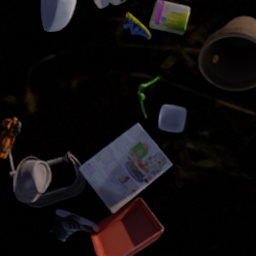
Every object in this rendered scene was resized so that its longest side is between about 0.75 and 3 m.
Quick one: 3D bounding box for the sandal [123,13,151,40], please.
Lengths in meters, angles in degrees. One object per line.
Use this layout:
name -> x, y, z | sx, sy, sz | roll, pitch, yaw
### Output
sandal -> 0.355, -4.209, 11.935 | 1.443, 0.574, 0.628 | 42, 104, 7

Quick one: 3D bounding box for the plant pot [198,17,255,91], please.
plant pot -> 4.197, -3.087, 10.760 | 2.552, 2.552, 2.225 | 23, 57, 7

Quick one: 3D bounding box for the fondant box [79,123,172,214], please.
fondant box -> -0.095, 1.422, 10.051 | 2.707, 0.788, 1.953 | -37, 80, -11

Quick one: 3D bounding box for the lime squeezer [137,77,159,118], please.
lime squeezer -> 0.669, -1.304, 11.177 | 0.675, 0.361, 1.912 | 25, 67, -16

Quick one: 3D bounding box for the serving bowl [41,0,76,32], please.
serving bowl -> -2.716, -5.305, 11.240 | 0.947, 2.880, 2.880 | -1, 72, -29

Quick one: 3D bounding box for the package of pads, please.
package of pads -> 1.797, -4.767, 12.054 | 1.539, 0.525, 1.189 | 15, 76, 3

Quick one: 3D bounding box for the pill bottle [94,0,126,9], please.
pill bottle -> -0.375, -6.134, 11.967 | 2.381, 1.424, 1.424 | -30, 76, -8

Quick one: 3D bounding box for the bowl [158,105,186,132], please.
bowl -> 1.680, -0.358, 10.768 | 0.998, 0.372, 0.996 | 10, 93, 4

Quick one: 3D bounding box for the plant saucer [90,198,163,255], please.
plant saucer -> -0.088, 3.422, 9.106 | 2.147, 2.142, 0.394 | -31, 110, -9

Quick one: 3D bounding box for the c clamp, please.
c clamp -> -2.970, 1.645, 10.249 | 2.702, 0.366, 2.309 | -10, 75, -6

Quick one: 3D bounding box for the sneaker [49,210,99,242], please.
sneaker -> -1.869, 3.492, 9.610 | 1.645, 0.621, 0.936 | 17, 70, 12

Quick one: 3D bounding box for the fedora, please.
fedora -> -3.133, 1.740, 9.520 | 0.704, 1.378, 1.558 | -10, 64, 29

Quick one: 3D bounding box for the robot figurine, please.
robot figurine -> -4.540, 0.316, 10.404 | 1.113, 0.447, 1.535 | 12, 79, 41
